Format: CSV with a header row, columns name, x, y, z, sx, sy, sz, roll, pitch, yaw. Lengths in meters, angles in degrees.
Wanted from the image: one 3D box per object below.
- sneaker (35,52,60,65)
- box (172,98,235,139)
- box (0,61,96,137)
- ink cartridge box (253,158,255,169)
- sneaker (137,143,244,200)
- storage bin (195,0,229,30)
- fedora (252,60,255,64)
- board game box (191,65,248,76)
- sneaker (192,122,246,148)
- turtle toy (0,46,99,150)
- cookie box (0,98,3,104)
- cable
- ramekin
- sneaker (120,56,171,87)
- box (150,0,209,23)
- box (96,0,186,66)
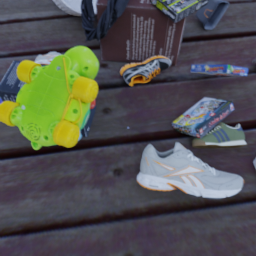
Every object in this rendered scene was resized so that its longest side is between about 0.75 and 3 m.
name,x,y,z,sx,sy,sz,roll,pitch,yaw
sneaker,-2.455,-2.439,10.107,1.948,0.737,0.896,-4,51,-4
box,2.283,-0.349,8.551,1.611,0.304,1.100,-36,30,-22
box,-2.284,-0.832,8.344,2.335,1.733,1.250,9,56,6
ink cartridge box,4.588,1.233,7.484,1.890,0.809,1.395,-4,56,-5
sneaker,1.545,1.012,7.048,2.641,1.000,1.215,5,94,10
storage bin,3.277,-4.716,11.281,0.866,1.190,0.799,-14,56,-38
fedora,5.072,-2.211,9.919,1.209,1.069,0.546,-9,88,13
board game box,2.933,-1.878,9.118,1.008,0.256,1.489,0,11,-32
sneaker,2.641,0.208,8.244,1.631,0.547,0.732,-1,76,-7
turtle toy,-1.569,-0.748,6.610,2.009,1.393,2.756,20,81,16
cookie box,-4.829,-1.071,9.309,0.958,0.421,1.120,-38,64,-25
cable,-0.908,-4.035,8.827,0.679,2.673,2.181,-1,42,-45
ramekin,-1.943,-5.932,11.282,2.852,2.852,1.497,-32,24,-20
sneaker,0.668,-1.948,9.814,1.827,0.715,0.706,-19,65,-4
box,1.555,-3.874,8.414,1.422,0.315,1.139,-36,71,-19
box,0.519,-3.982,10.089,2.884,2.393,2.369,6,57,2
